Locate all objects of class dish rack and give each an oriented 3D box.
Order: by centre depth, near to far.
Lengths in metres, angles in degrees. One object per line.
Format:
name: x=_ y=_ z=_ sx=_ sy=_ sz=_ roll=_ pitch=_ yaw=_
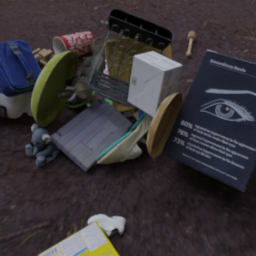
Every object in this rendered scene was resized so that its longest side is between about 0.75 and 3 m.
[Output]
dish rack: x=0.064 y=-1.998 z=8.323 sx=2.104 sy=0.748 sz=2.743 roll=19 pitch=67 yaw=-7

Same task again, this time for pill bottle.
pill bottle: x=-4.302 y=-1.287 z=9.540 sx=2.989 sy=1.787 sz=1.787 roll=13 pitch=41 yaw=-11

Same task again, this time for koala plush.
koala plush: x=-2.575 y=0.424 z=8.420 sx=0.962 sy=1.047 sz=0.928 roll=-32 pitch=49 yaw=-31

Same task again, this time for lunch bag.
lunch bag: x=-3.308 y=-1.719 z=8.333 sx=1.088 sy=1.602 sz=1.060 roll=-29 pitch=4 yaw=-40

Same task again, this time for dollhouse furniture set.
dollhouse furniture set: x=-3.525 y=-2.300 z=11.376 sx=1.575 sy=1.498 sz=1.284 roll=34 pitch=55 yaw=14

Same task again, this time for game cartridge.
game cartridge: x=-1.062 y=0.153 z=8.831 sx=1.529 sy=0.453 sz=2.358 roll=43 pitch=52 yaw=4

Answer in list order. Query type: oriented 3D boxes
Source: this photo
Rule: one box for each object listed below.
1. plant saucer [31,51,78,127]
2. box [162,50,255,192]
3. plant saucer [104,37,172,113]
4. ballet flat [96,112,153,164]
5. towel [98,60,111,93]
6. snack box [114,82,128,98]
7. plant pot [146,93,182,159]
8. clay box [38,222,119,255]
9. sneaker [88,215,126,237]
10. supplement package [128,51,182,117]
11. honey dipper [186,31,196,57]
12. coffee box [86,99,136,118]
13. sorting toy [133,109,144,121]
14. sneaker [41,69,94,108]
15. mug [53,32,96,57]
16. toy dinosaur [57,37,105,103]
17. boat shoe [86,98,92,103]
plant saucer: x=-2.283 y=-1.243 z=8.606 sx=0.391 sy=2.518 sz=2.518 roll=26 pitch=45 yaw=3
box: x=2.607 y=-0.181 z=7.348 sx=2.210 sy=2.987 sz=1.558 roll=26 pitch=4 yaw=26
plant saucer: x=0.377 y=-1.946 z=9.872 sx=2.431 sy=2.430 sz=0.589 roll=-13 pitch=19 yaw=-19
ballet flat: x=0.259 y=0.345 z=8.400 sx=0.953 sy=0.953 sz=2.743 roll=30 pitch=59 yaw=29
towel: x=-0.502 y=-2.048 z=11.363 sx=2.042 sy=0.306 sz=1.495 roll=39 pitch=64 yaw=22
snack box: x=0.193 y=-1.209 z=9.379 sx=1.318 sy=0.474 sz=0.160 roll=11 pitch=28 yaw=12
plant pot: x=0.873 y=-0.078 z=6.893 sx=0.237 sy=1.724 sz=1.724 roll=25 pitch=47 yaw=21
clay box: x=-0.612 y=3.278 z=5.555 sx=1.447 sy=0.599 sz=2.518 roll=-24 pitch=47 yaw=-25
sneaker: x=-0.531 y=2.380 z=6.769 sx=0.928 sy=0.362 sz=0.461 roll=2 pitch=45 yaw=3
supplement package: x=0.643 y=-1.113 z=7.122 sx=0.721 sy=1.300 sz=1.013 roll=-25 pitch=47 yaw=-38
honey dipper: x=3.140 y=-4.181 z=14.153 sx=0.421 sy=0.421 sz=2.217 roll=9 pitch=47 yaw=10
coffee box: x=-0.623 y=-0.669 z=10.089 sx=1.590 sy=0.350 sz=0.978 roll=-15 pitch=48 yaw=-21
sorting toy: x=0.924 y=-0.439 z=9.543 sx=1.054 sy=0.370 sz=2.187 roll=-39 pitch=63 yaw=-14
sneaker: x=-2.413 y=-1.560 z=10.500 sx=2.627 sy=1.100 sz=1.008 roll=23 pitch=63 yaw=28
mug: x=-2.616 y=-4.007 z=13.359 sx=1.757 sy=1.172 sz=1.560 roll=-30 pitch=51 yaw=-33
toy dinosaur: x=-1.205 y=-1.738 z=8.975 sx=1.393 sy=1.048 sz=2.723 roll=6 pitch=58 yaw=55
boat shoe: x=-1.537 y=-1.217 z=10.847 sx=0.287 sy=0.280 sz=0.759 roll=-1 pitch=42 yaw=-1
